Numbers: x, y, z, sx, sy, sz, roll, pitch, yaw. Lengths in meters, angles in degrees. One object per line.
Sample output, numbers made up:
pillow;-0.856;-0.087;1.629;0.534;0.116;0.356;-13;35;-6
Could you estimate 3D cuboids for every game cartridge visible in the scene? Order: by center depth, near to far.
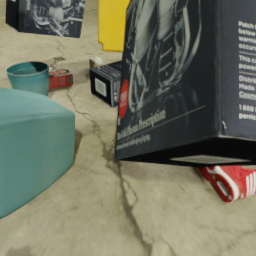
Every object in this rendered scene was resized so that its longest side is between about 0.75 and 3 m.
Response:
game cartridge;0.464;-2.934;6.917;2.401;2.117;0.390;1;14;-9

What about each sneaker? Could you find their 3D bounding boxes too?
sneaker;2.001;0.835;5.630;0.841;0.570;1.455;-2;44;-18

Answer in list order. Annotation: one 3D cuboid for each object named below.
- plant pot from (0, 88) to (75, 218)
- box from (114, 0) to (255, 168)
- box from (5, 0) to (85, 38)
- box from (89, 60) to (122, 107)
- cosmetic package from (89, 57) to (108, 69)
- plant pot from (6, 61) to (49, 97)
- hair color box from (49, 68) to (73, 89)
plant pot;-2.441;0.329;5.087;1.954;1.953;2.765;28;31;37
box;0.872;-0.855;3.215;1.417;2.478;2.721;7;-11;-15
box;-1.870;-3.095;6.470;1.563;1.717;0.894;-9;33;-39
box;-0.173;-1.476;8.813;1.692;0.883;1.252;-21;38;-30
cosmetic package;-1.043;-2.209;10.315;0.365;0.540;1.026;-20;36;-25
plant pot;-2.858;-1.247;8.264;1.168;1.098;1.168;0;33;0
hair color box;-2.627;-1.642;9.523;1.346;0.412;0.683;-17;35;-25
